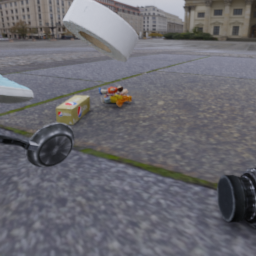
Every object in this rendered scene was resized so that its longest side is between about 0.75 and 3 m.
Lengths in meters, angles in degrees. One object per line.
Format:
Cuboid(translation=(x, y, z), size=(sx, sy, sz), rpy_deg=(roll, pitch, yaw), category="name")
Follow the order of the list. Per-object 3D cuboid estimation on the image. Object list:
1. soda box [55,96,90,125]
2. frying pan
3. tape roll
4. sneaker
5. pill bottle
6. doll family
Cuboid(translation=(-2.247, -0.788, 11.726), size=(0.713, 0.674, 2.104), rpy_deg=(4, 21, 11), category="soda box")
Cuboid(translation=(-1.315, 0.187, 4.270), size=(0.841, 1.391, 0.226), rpy_deg=(-48, 55, -5), category="frying pan")
Cuboid(translation=(-0.983, -3.487, 10.144), size=(2.688, 0.940, 2.688), rpy_deg=(30, 2, -1), category="tape roll")
Cuboid(translation=(-4.072, -1.430, 8.072), size=(1.054, 1.168, 2.851), rpy_deg=(-9, -11, 41), category="sneaker")
Cuboid(translation=(2.857, 1.331, 5.366), size=(2.050, 1.146, 1.146), rpy_deg=(0, 20, -2), category="pill bottle")
Cuboid(translation=(-0.523, -1.433, 13.478), size=(1.319, 0.958, 2.125), rpy_deg=(-4, 2, 9), category="doll family")
